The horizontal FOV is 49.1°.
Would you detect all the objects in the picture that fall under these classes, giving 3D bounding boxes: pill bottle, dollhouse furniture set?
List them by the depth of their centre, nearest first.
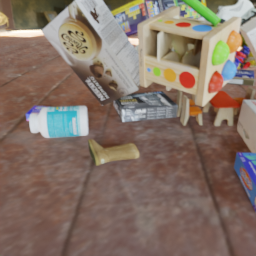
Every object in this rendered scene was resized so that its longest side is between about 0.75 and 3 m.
[{"bbox_3d":[-2.202,-0.189,9.035,1.777,0.984,0.984,-3,25,-8],"label":"pill bottle"},{"bbox_3d":[3.307,-1.300,10.793,2.931,1.510,2.899,-2,25,-4],"label":"dollhouse furniture set"}]

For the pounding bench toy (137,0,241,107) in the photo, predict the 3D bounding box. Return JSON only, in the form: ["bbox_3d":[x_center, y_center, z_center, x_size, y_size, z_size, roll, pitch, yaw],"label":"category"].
[{"bbox_3d":[1.269,-1.814,5.478,1.708,2.189,1.360,24,46,31],"label":"pounding bench toy"}]

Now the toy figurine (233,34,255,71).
[{"bbox_3d":[3.361,-2.301,9.080,0.945,1.073,1.791,24,50,-8],"label":"toy figurine"}]

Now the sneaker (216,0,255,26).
[{"bbox_3d":[3.693,-4.114,11.101,2.590,1.146,0.960,-39,-3,6],"label":"sneaker"}]

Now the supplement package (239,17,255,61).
[{"bbox_3d":[3.499,-2.002,6.812,0.887,1.462,0.876,-30,20,22],"label":"supplement package"}]

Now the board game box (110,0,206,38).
[{"bbox_3d":[0.530,-3.400,8.780,2.400,0.823,2.904,-25,19,-31],"label":"board game box"}]

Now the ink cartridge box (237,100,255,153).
[{"bbox_3d":[5.014,-0.020,8.508,2.712,1.123,1.976,1,25,3],"label":"ink cartridge box"}]

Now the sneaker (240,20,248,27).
[{"bbox_3d":[5.298,-3.521,10.574,2.283,1.036,0.867,27,31,-11],"label":"sneaker"}]

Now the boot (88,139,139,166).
[{"bbox_3d":[-0.455,0.623,8.042,1.244,0.411,1.089,-10,40,-19],"label":"boot"}]

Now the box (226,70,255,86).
[{"bbox_3d":[6.156,-2.905,15.565,1.551,0.415,2.560,9,25,19],"label":"box"}]

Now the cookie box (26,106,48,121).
[{"bbox_3d":[-3.375,-0.538,10.597,0.685,0.301,0.801,3,25,6],"label":"cookie box"}]

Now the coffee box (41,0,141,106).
[{"bbox_3d":[-0.827,-2.112,7.827,1.535,2.715,1.084,-18,29,39],"label":"coffee box"}]

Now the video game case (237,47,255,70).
[{"bbox_3d":[4.219,-2.523,9.472,1.447,0.259,1.311,-49,23,-22],"label":"video game case"}]

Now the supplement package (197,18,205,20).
[{"bbox_3d":[2.440,-4.421,12.475,1.742,1.240,2.237,36,12,8],"label":"supplement package"}]

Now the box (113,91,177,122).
[{"bbox_3d":[0.612,-0.871,11.012,2.163,0.538,1.705,-5,26,-11],"label":"box"}]

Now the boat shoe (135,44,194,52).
[{"bbox_3d":[1.553,-2.460,8.929,2.723,0.973,0.814,-1,-2,24],"label":"boat shoe"}]

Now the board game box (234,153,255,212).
[{"bbox_3d":[3.912,1.249,6.506,2.337,0.526,1.777,1,25,3],"label":"board game box"}]
